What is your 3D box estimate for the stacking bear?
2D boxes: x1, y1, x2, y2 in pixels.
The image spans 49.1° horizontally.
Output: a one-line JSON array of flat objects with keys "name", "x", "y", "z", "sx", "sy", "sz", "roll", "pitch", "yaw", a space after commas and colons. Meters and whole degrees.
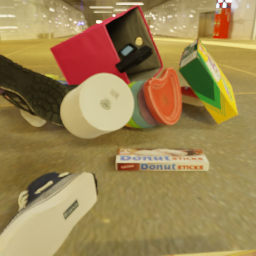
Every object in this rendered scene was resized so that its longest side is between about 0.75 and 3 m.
[{"name": "stacking bear", "x": 0.119, "y": -0.729, "z": 8.745, "sx": 2.718, "sy": 1.546, "sz": 1.650, "roll": -5, "pitch": 23, "yaw": 39}]

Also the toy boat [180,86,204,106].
[{"name": "toy boat", "x": 2.928, "y": -1.682, "z": 11.556, "sx": 2.010, "sy": 1.314, "sz": 1.312, "roll": -19, "pitch": 29, "yaw": -41}]

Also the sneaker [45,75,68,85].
[{"name": "sneaker", "x": -3.477, "y": -1.741, "z": 12.112, "sx": 2.782, "sy": 1.054, "sz": 1.461, "roll": -6, "pitch": 23, "yaw": -18}]

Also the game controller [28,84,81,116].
[{"name": "game controller", "x": -2.109, "y": -0.898, "z": 8.933, "sx": 2.122, "sy": 0.447, "sz": 1.107, "roll": -6, "pitch": 63, "yaw": -12}]

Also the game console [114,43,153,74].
[{"name": "game console", "x": 0.023, "y": -2.221, "z": 8.597, "sx": 1.125, "sy": 0.230, "sz": 1.907, "roll": -32, "pitch": 29, "yaw": 1}]

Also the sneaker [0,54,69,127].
[{"name": "sneaker", "x": -2.655, "y": -0.907, "z": 7.762, "sx": 2.864, "sy": 1.254, "sz": 1.085, "roll": 33, "pitch": 68, "yaw": -2}]

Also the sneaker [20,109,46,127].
[{"name": "sneaker", "x": -3.103, "y": -0.841, "z": 9.873, "sx": 0.965, "sy": 1.231, "sz": 2.477, "roll": -29, "pitch": 48, "yaw": 4}]

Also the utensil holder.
[{"name": "utensil holder", "x": -0.698, "y": -0.416, "z": 5.989, "sx": 1.224, "sy": 1.224, "sz": 1.440, "roll": -11, "pitch": 0, "yaw": -25}]

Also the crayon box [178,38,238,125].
[{"name": "crayon box", "x": 2.782, "y": -1.717, "z": 9.741, "sx": 0.777, "sy": 2.299, "sz": 2.665, "roll": -33, "pitch": 16, "yaw": 28}]

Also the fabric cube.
[{"name": "fabric cube", "x": -0.684, "y": -2.600, "z": 10.556, "sx": 2.659, "sy": 2.617, "sz": 2.667, "roll": -9, "pitch": 28, "yaw": 37}]

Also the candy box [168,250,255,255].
[{"name": "candy box", "x": 0.652, "y": 2.115, "z": 3.030, "sx": 2.383, "sy": 0.659, "sz": 1.376, "roll": -2, "pitch": 21, "yaw": -4}]

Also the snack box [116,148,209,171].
[{"name": "snack box", "x": 0.799, "y": 0.774, "z": 6.903, "sx": 2.175, "sy": 0.264, "sz": 0.782, "roll": 0, "pitch": 22, "yaw": 0}]

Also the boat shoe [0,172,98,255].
[{"name": "boat shoe", "x": -1.521, "y": 1.451, "z": 4.695, "sx": 1.077, "sy": 0.867, "sz": 2.323, "roll": 0, "pitch": 15, "yaw": 27}]
